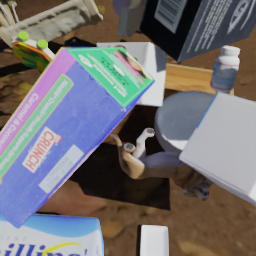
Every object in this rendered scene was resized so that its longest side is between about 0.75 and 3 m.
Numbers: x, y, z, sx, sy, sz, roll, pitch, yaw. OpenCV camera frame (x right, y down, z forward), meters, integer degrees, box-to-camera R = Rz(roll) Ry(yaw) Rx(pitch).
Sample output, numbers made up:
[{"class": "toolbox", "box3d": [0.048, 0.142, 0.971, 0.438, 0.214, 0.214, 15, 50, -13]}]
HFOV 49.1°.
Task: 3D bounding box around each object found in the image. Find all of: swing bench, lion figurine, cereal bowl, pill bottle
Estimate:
[{"class": "swing bench", "box3d": [-2.435, -3.702, 7.704, 2.660, 2.674, 1.735, -20, 23, 8]}, {"class": "lion figurine", "box3d": [0.646, 0.722, 5.369, 2.162, 1.324, 0.783, 12, 43, -2]}, {"class": "cereal bowl", "box3d": [1.883, 0.095, 7.720, 2.381, 0.992, 2.381, 0, 49, 0]}, {"class": "pill bottle", "box3d": [2.514, -1.518, 7.246, 0.595, 1.094, 0.595, 5, 26, -2]}]

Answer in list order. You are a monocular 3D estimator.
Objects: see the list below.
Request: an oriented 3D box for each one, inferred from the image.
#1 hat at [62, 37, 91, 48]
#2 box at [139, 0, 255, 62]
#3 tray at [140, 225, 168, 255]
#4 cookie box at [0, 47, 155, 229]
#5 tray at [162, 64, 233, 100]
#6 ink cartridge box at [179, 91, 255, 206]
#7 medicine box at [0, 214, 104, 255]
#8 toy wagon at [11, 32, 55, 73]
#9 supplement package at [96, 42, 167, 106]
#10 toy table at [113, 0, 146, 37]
[{"class": "hat", "box3d": [-2.074, -3.140, 10.863, 1.473, 0.594, 1.473, -1, 49, 1]}, {"class": "box", "box3d": [1.869, -2.930, 6.162, 2.729, 2.019, 1.424, -25, 60, -32]}, {"class": "tray", "box3d": [0.557, 2.660, 6.031, 0.589, 0.122, 1.097, 4, 48, 3]}, {"class": "cookie box", "box3d": [-0.759, -0.109, 4.308, 0.970, 2.209, 2.583, 43, 20, -3]}, {"class": "tray", "box3d": [1.981, -1.436, 9.405, 2.858, 0.529, 1.410, 11, 49, 9]}, {"class": "ink cartridge box", "box3d": [2.045, 0.521, 4.640, 1.233, 1.969, 1.266, 28, 87, 46]}, {"class": "medicine box", "box3d": [-1.827, 3.049, 4.818, 2.503, 1.414, 2.747, 2, 49, 1]}, {"class": "toy wagon", "box3d": [-1.697, -1.370, 5.414, 1.084, 0.841, 0.214, 23, 64, -2]}, {"class": "supplement package", "box3d": [0.034, -1.271, 6.761, 1.432, 1.369, 1.053, 9, 6, 30]}, {"class": "toy table", "box3d": [0.430, -3.656, 7.541, 2.723, 2.503, 1.595, 1, 7, 31]}]
